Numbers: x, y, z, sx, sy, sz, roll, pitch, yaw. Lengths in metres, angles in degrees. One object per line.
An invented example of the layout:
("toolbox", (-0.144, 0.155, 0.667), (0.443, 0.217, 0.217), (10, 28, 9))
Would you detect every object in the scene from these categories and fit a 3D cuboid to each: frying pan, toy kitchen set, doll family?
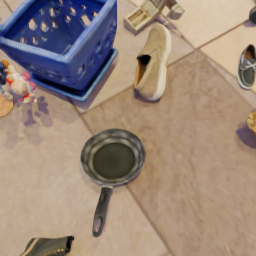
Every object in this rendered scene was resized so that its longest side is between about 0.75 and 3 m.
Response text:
("frying pan", (-0.255, 1.174, 6.987), (1.703, 0.458, 2.815), (-13, 54, -6))
("toy kitchen set", (0.863, -3.694, 8.985), (1.359, 1.506, 1.229), (-42, 91, -16))
("doll family", (-3.092, -1.480, 6.239), (1.132, 1.559, 2.512), (-26, 106, -3))

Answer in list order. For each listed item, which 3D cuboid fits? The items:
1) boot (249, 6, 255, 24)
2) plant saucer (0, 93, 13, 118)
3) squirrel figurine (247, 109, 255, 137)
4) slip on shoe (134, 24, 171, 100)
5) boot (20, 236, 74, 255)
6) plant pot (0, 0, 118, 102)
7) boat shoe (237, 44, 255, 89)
("boot", (4.651, -4.733, 9.889), (2.333, 0.808, 2.031), (-24, 64, -18))
("plant saucer", (-3.848, -0.687, 8.314), (0.843, 0.136, 0.843), (0, 65, 0))
("squirrel figurine", (4.136, 0.109, 7.221), (2.064, 1.461, 1.927), (10, 54, 24))
("slip on shoe", (0.661, -2.109, 8.434), (0.784, 0.984, 2.588), (20, 69, -31))
("boot", (-1.803, 2.854, 6.013), (0.992, 0.555, 1.434), (-10, 24, 7))
("plant pot", (-1.710, -2.248, 7.805), (2.398, 2.156, 2.398), (22, 66, 18))
("boat shoe", (3.721, -1.914, 8.685), (0.531, 0.500, 1.479), (11, 67, 4))
